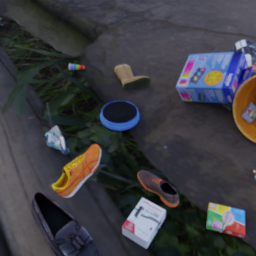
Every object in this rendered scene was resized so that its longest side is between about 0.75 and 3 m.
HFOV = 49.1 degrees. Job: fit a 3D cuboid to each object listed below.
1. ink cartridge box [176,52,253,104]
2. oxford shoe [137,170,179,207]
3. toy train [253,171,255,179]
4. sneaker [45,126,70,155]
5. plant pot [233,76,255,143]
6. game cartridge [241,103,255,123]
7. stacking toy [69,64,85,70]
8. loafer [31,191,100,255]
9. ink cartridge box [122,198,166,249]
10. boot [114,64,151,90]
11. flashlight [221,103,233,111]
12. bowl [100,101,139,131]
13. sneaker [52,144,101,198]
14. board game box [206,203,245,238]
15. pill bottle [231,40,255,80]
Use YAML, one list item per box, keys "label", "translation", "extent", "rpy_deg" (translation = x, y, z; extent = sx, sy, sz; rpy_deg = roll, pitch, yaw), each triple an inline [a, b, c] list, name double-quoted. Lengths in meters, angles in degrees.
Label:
- label: "ink cartridge box"
  translation: [3.833, -2.172, 12.111]
  extent: [2.939, 1.122, 2.005]
  rpy_deg: [8, 64, 37]
- label: "oxford shoe"
  translation: [1.000, 1.842, 9.241]
  extent: [1.714, 0.622, 0.610]
  rpy_deg: [33, 52, 30]
- label: "toy train"
  translation: [5.085, 1.525, 9.782]
  extent: [1.291, 0.359, 0.969]
  rpy_deg: [-29, 50, -27]
- label: "sneaker"
  translation: [-2.729, 0.600, 10.729]
  extent: [0.675, 0.607, 1.565]
  rpy_deg: [-29, 43, -12]
- label: "plant pot"
  translation: [5.968, -0.851, 10.933]
  extent: [2.457, 2.684, 2.684]
  rpy_deg: [-13, 42, -36]
- label: "game cartridge"
  translation: [4.976, -0.594, 11.379]
  extent: [0.507, 0.156, 0.762]
  rpy_deg: [41, 75, -14]
- label: "stacking toy"
  translation: [-2.739, -3.228, 14.967]
  extent: [0.829, 0.354, 0.354]
  rpy_deg: [2, 43, -6]
- label: "loafer"
  translation: [-1.909, 2.862, 7.943]
  extent: [2.812, 0.886, 1.011]
  rpy_deg: [33, 52, 31]
- label: "ink cartridge box"
  translation: [0.483, 2.792, 8.315]
  extent: [0.842, 0.489, 1.167]
  rpy_deg: [23, 48, 23]
- label: "boot"
  translation: [0.196, -2.692, 14.191]
  extent: [1.504, 0.568, 1.718]
  rpy_deg: [-10, 43, -10]
- label: "flashlight"
  translation: [4.164, -1.853, 13.066]
  extent: [0.960, 0.956, 2.825]
  rpy_deg: [-44, 43, 9]
- label: "bowl"
  translation: [-0.364, -0.580, 12.072]
  extent: [1.696, 0.333, 1.696]
  rpy_deg: [0, 43, 0]
- label: "sneaker"
  translation: [-1.135, 0.938, 6.384]
  extent: [0.521, 0.550, 1.427]
  rpy_deg: [20, 68, 49]
- label: "board game box"
  translation: [2.964, 2.791, 8.519]
  extent: [1.073, 0.216, 0.821]
  rpy_deg: [10, 44, 11]
- label: "pill bottle"
  translation: [6.048, -3.286, 14.211]
  extent: [1.382, 1.382, 2.602]
  rpy_deg: [6, 43, 6]
